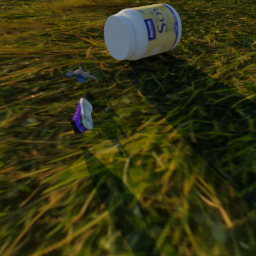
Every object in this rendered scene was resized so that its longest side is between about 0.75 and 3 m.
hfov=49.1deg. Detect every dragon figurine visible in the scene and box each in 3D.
[{"bbox_3d":[-1.554,-1.760,9.508,1.063,0.528,0.313,20,61,-23],"label":"dragon figurine"}]

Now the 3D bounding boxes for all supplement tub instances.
[{"bbox_3d":[0.594,-3.880,11.404,2.706,1.967,1.967,-24,41,-31],"label":"supplement tub"}]

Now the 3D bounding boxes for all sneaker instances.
[{"bbox_3d":[-1.246,-0.297,7.190,0.583,0.407,1.171,-32,39,19],"label":"sneaker"}]
